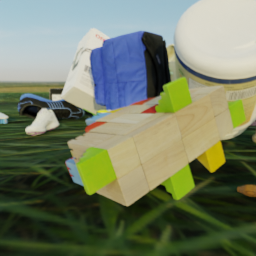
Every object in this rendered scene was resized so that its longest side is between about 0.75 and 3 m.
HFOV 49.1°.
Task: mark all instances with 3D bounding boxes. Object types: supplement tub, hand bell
[{"bbox_3d":[2.156,-1.178,6.395,2.141,2.141,2.965,2,-29,13],"label":"supplement tub"},{"bbox_3d":[1.767,0.795,3.431,0.475,0.475,0.912,-6,-1,-35],"label":"hand bell"}]

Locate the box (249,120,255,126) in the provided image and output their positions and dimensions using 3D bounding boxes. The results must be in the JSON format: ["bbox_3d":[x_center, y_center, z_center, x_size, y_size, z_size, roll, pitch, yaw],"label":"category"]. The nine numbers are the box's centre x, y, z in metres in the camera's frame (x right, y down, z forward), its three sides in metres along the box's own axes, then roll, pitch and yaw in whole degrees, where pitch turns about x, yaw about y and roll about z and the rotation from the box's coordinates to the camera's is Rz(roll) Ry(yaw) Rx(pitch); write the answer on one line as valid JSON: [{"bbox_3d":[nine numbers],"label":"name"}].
[{"bbox_3d":[4.266,-0.445,9.629,1.083,0.774,0.196,-2,10,-6],"label":"box"}]

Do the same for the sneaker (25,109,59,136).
[{"bbox_3d":[-2.520,-0.172,8.014,0.502,0.668,1.341,-13,9,18],"label":"sneaker"}]

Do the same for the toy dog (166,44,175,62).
[{"bbox_3d":[2.707,-2.990,12.622,1.707,2.372,2.447,42,53,9],"label":"toy dog"}]

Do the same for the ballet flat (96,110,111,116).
[{"bbox_3d":[-0.450,-0.243,7.235,0.355,0.356,1.063,2,-28,36],"label":"ballet flat"}]

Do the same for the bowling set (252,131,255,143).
[{"bbox_3d":[3.488,0.196,6.173,1.132,0.873,1.626,22,14,14],"label":"bowling set"}]

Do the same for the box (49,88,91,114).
[{"bbox_3d":[-2.224,-1.411,14.224,2.805,1.208,2.297,1,9,7],"label":"box"}]

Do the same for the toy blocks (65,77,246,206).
[{"bbox_3d":[0.125,0.104,4.272,2.783,1.391,1.902,-28,18,-32],"label":"toy blocks"}]

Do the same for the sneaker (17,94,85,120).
[{"bbox_3d":[-2.949,-0.620,10.903,2.565,0.900,0.999,7,36,-17],"label":"sneaker"}]

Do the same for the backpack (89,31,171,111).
[{"bbox_3d":[0.172,-1.296,8.662,2.331,2.777,2.257,-4,11,30],"label":"backpack"}]

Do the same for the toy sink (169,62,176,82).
[{"bbox_3d":[0.978,-1.793,9.970,1.607,1.047,0.900,2,16,14],"label":"toy sink"}]

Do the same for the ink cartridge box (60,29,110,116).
[{"bbox_3d":[-1.114,-2.055,10.861,2.054,2.824,1.186,27,-31,-28],"label":"ink cartridge box"}]

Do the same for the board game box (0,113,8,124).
[{"bbox_3d":[-5.772,-0.321,10.441,2.071,0.268,2.071,-7,12,-33],"label":"board game box"}]
